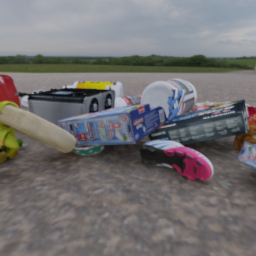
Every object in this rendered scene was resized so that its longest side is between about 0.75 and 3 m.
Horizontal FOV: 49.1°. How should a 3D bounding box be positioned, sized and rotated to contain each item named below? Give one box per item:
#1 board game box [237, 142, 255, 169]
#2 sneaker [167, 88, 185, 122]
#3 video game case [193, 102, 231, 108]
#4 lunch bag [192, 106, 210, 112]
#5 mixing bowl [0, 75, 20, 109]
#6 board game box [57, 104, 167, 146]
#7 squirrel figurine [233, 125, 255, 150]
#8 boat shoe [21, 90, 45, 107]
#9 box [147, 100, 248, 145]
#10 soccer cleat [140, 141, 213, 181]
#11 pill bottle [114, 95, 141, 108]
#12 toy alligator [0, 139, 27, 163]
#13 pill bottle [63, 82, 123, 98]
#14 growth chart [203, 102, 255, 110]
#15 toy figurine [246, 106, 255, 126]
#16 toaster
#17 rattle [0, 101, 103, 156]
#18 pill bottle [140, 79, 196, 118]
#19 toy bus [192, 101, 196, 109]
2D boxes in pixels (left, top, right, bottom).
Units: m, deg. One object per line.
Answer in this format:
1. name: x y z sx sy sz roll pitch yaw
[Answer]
1. board game box: 3.135 0.840 5.695 1.418 0.437 1.418 25 3 37
2. sneaker: 1.323 -0.685 8.265 0.436 1.059 0.392 20 -2 -5
3. video game case: 4.811 -1.084 14.524 2.511 0.226 1.798 -3 14 -11
4. lunch bag: 3.409 -0.504 11.414 1.433 0.587 1.262 0 14 -8
5. mixing bowl: -4.720 -0.673 9.886 2.288 1.239 2.288 -39 -5 -4
6. board game box: -0.521 -0.126 7.909 2.561 0.790 2.562 -7 10 26
7. squirrel figurine: 3.383 0.273 7.978 0.589 0.777 0.832 -10 17 -35
8. boat shoe: -4.619 -1.554 14.840 2.972 0.971 1.093 9 17 33
9. box: 2.140 -0.110 8.364 2.651 0.610 2.107 -13 8 26
10. soccer cleat: 1.187 0.633 6.590 0.875 0.708 2.027 -22 24 -40
11. pill bottle: -0.100 -0.794 11.722 1.778 1.030 1.030 -13 19 -41
12. toy alligator: -3.184 0.465 7.441 0.600 0.435 1.809 38 15 3
13. pill bottle: -1.661 -1.414 13.142 2.765 1.510 1.510 2 14 7
14. growth chart: 4.443 -0.792 12.148 2.555 0.227 1.849 7 -9 17
15. toy figurine: 4.853 -0.371 10.725 1.583 1.188 1.457 -37 18 -28
16. toaster: -2.005 -0.589 9.800 2.634 1.563 2.382 5 15 20
17. rattle: -2.067 0.796 6.762 1.952 2.142 2.998 -1 -23 23
18. pill bottle: 1.872 -1.211 11.960 1.718 1.718 2.966 7 15 27
19. toy bus: 2.973 -1.169 14.259 0.425 0.511 1.306 11 18 43
